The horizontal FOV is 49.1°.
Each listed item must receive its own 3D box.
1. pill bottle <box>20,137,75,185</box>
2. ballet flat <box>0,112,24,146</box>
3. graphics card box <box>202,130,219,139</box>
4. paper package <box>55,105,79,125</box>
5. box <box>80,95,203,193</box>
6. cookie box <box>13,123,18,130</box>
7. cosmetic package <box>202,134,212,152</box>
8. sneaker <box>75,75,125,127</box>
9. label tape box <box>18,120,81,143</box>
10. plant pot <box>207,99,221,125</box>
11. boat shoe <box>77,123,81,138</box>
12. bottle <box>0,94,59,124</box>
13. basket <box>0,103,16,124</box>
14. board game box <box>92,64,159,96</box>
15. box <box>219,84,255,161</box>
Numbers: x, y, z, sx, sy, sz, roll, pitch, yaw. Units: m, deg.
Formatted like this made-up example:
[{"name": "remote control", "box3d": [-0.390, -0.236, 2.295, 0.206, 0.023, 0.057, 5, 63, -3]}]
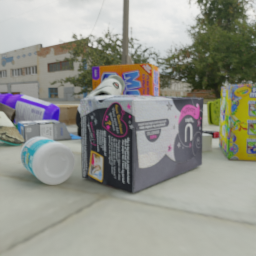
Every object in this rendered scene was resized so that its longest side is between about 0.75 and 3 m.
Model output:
[{"name": "pill bottle", "box3d": [-1.595, 0.571, 5.330, 0.735, 0.735, 1.327, -5, 8, -34]}, {"name": "ballet flat", "box3d": [-4.447, -0.116, 8.931, 2.594, 0.977, 0.880, 9, 2, 19]}, {"name": "graphics card box", "box3d": [2.945, 0.230, 10.449, 0.858, 0.218, 0.538, 6, 9, 33]}, {"name": "paper package", "box3d": [-3.378, -0.747, 15.480, 1.927, 0.997, 1.836, 3, 7, 32]}, {"name": "box", "box3d": [0.385, 0.132, 5.516, 1.342, 1.546, 2.340, 6, 9, 40]}, {"name": "cookie box", "box3d": [-4.799, -0.290, 12.850, 1.812, 0.681, 1.550, -2, 8, -11]}, {"name": "cosmetic package", "box3d": [1.899, 0.420, 7.783, 0.865, 0.466, 0.367, -5, 8, -29]}, {"name": "sneaker", "box3d": [-1.357, -0.725, 10.780, 1.105, 2.981, 1.319, 36, 37, -8]}, {"name": "label tape box", "box3d": [-2.793, 0.077, 9.999, 1.976, 0.626, 1.425, -4, 8, -29]}, {"name": "plant pot", "box3d": [4.916, -0.799, 14.537, 1.402, 1.409, 1.279, -4, 0, -33]}, {"name": "boat shoe", "box3d": [-0.703, 0.102, 9.832, 1.008, 0.812, 2.175, 17, 19, 31]}, {"name": "bottle", "box3d": [-4.340, -0.727, 11.549, 2.919, 1.219, 0.953, 17, 25, 5]}, {"name": "basket", "box3d": [-5.330, -0.447, 10.495, 1.875, 1.691, 1.275, 18, 2, -13]}, {"name": "board game box", "box3d": [0.025, -1.677, 14.613, 2.927, 2.927, 2.929, 0, 8, 12]}, {"name": "box", "box3d": [3.091, -0.212, 7.350, 1.143, 1.805, 1.874, 1, 7, 11]}]
